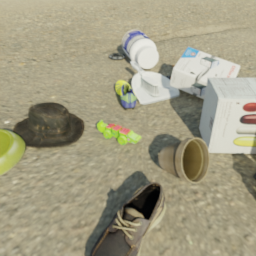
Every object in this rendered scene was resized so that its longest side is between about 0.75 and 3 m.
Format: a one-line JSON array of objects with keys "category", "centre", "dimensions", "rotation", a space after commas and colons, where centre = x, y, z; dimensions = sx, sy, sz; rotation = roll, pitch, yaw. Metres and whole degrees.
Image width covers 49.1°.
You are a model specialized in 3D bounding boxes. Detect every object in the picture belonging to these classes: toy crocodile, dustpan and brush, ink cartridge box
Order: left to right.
[{"category": "toy crocodile", "centre": [-0.339, 0.152, 9.881], "dimensions": [1.724, 0.532, 0.582], "rotation": [19, 39, 32]}, {"category": "dustpan and brush", "centre": [0.818, -2.299, 13.217], "dimensions": [2.093, 0.858, 2.999], "rotation": [-16, 37, -21]}, {"category": "ink cartridge box", "centre": [3.352, -2.286, 12.312], "dimensions": [2.479, 1.064, 1.815], "rotation": [24, 56, 16]}]

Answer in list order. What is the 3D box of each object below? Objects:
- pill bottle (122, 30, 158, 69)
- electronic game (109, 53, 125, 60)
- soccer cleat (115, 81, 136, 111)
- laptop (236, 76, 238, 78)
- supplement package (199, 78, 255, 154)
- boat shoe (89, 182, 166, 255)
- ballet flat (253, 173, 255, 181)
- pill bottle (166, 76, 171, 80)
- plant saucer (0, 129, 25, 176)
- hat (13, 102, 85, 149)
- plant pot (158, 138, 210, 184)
[{"category": "pill bottle", "centre": [0.694, -4.318, 15.532], "dimensions": [1.539, 1.539, 2.571], "rotation": [-10, 39, -14]}, {"category": "electronic game", "centre": [-0.654, -4.235, 16.624], "dimensions": [0.999, 0.208, 0.999], "rotation": [1, 34, -1]}, {"category": "soccer cleat", "centre": [-0.085, -1.648, 12.178], "dimensions": [0.742, 0.960, 2.294], "rotation": [-6, 35, -9]}, {"category": "laptop", "centre": [4.881, -2.157, 13.721], "dimensions": [1.317, 0.680, 1.167], "rotation": [44, 49, 13]}, {"category": "supplement package", "centre": [3.736, -0.408, 9.338], "dimensions": [2.199, 2.103, 1.617], "rotation": [1, 34, 1]}, {"category": "boat shoe", "centre": [-0.020, 2.231, 6.449], "dimensions": [1.042, 1.026, 2.798], "rotation": [18, 38, 24]}, {"category": "ballet flat", "centre": [4.183, 2.029, 6.941], "dimensions": [1.073, 1.073, 2.937], "rotation": [-10, 42, -15]}, {"category": "pill bottle", "centre": [2.073, -2.229, 13.457], "dimensions": [0.911, 0.484, 0.484], "rotation": [15, 37, 22]}, {"category": "plant saucer", "centre": [-4.685, 0.756, 9.057], "dimensions": [2.545, 0.395, 2.545], "rotation": [-2, 37, 1]}, {"category": "hat", "centre": [-2.921, -0.299, 10.145], "dimensions": [2.630, 1.061, 2.630], "rotation": [0, 35, 0]}, {"category": "plant pot", "centre": [1.547, 0.910, 8.174], "dimensions": [1.289, 1.289, 1.118], "rotation": [-29, 17, -36]}]
